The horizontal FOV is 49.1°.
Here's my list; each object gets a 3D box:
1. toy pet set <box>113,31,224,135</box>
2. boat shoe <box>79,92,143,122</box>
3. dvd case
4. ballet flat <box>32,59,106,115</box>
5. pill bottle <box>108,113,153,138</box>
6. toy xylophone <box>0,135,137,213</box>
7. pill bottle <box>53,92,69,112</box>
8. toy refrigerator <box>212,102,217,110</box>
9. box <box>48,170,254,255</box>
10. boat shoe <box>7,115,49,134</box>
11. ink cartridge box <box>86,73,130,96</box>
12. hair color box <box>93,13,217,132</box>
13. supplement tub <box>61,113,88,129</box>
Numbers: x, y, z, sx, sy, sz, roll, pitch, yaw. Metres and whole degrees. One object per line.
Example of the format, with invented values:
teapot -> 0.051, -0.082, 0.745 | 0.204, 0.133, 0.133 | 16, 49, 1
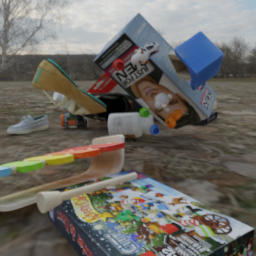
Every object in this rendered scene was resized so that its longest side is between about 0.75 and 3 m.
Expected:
toy pet set -> 1.037, -0.968, 6.054 | 1.925, 2.062, 1.095 | -35, 25, -5
boat shoe -> -0.321, -0.617, 9.235 | 0.893, 1.043, 2.851 | 13, 8, 42
dvd case -> 1.919, -0.500, 10.819 | 2.581, 0.319, 1.940 | 6, 14, 29
ballet flat -> -1.264, -0.685, 6.148 | 0.741, 0.680, 2.158 | 30, -5, 35
pill bottle -> 0.088, -0.069, 7.612 | 1.178, 0.674, 0.674 | -2, 11, 8
toy xylophone -> -0.968, 0.590, 3.969 | 1.813, 0.622, 2.477 | -10, 1, 41
pill bottle -> -2.012, -0.964, 10.391 | 1.460, 0.809, 0.809 | 21, -1, -31
toy refrigerator -> 3.883, -1.178, 13.920 | 0.423, 0.390, 1.114 | -4, 12, -18
box -> 0.094, 1.056, 3.142 | 1.370, 0.378, 2.007 | -8, 14, -34
boat shoe -> -3.067, -0.143, 8.611 | 0.499, 0.509, 1.431 | 7, 14, 32
ink cartridge box -> -0.259, -1.385, 9.683 | 1.827, 0.569, 2.271 | -38, -13, 36
hair color box -> 0.739, -1.293, 7.376 | 1.483, 2.996, 0.908 | -25, 31, 52
supplement tub -> -1.724, -0.240, 9.063 | 0.843, 0.517, 0.517 | 0, 12, -6
